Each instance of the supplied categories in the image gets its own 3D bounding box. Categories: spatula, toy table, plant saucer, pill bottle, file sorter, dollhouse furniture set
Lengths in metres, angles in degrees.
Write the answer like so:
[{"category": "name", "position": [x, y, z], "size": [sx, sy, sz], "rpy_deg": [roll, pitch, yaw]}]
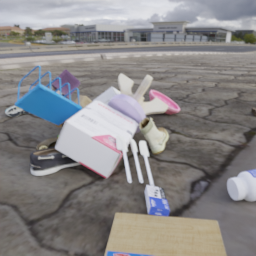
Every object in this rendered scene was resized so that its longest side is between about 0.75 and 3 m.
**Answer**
[{"category": "spatula", "position": [0.204, 0.941, 8.046], "size": [1.102, 0.127, 1.585], "rpy_deg": [18, 45, -33]}, {"category": "toy table", "position": [0.229, -0.955, 11.136], "size": [1.502, 2.357, 2.565], "rpy_deg": [-53, 7, -21]}, {"category": "plant saucer", "position": [1.786, -1.253, 14.301], "size": [1.789, 0.454, 1.789], "rpy_deg": [28, 22, -12]}, {"category": "pill bottle", "position": [3.342, 1.480, 7.292], "size": [1.374, 0.770, 0.770], "rpy_deg": [-9, 22, -8]}, {"category": "file sorter", "position": [-2.676, -1.088, 9.505], "size": [1.777, 1.233, 1.090], "rpy_deg": [29, 39, -46]}, {"category": "dollhouse furniture set", "position": [-2.526, -0.504, 11.627], "size": [1.898, 2.674, 2.119], "rpy_deg": [-25, 29, 51]}]

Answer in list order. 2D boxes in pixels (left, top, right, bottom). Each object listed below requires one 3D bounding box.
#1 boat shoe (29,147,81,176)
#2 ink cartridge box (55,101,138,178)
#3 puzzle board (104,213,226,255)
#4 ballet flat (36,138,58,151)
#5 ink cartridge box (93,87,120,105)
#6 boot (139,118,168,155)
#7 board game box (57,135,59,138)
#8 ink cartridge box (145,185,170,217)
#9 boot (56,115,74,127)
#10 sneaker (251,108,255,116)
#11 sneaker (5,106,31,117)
[{"category": "boat shoe", "position": [-2.076, 0.839, 9.221], "size": [2.383, 0.719, 0.880], "rpy_deg": [-15, 25, -35]}, {"category": "ink cartridge box", "position": [-0.905, 0.245, 9.384], "size": [1.918, 1.084, 2.618], "rpy_deg": [29, 24, 3]}, {"category": "puzzle board", "position": [0.752, 2.438, 5.704], "size": [2.358, 0.205, 1.777], "rpy_deg": [2, 21, 7]}, {"category": "ballet flat", "position": [-2.351, 0.641, 9.915], "size": [1.745, 0.588, 0.405], "rpy_deg": [-9, 27, -24]}, {"category": "ink cartridge box", "position": [-0.728, -1.145, 12.966], "size": [1.154, 0.663, 1.590], "rpy_deg": [-35, -18, 13]}, {"category": "boot", "position": [0.928, 0.099, 10.217], "size": [0.558, 1.196, 1.547], "rpy_deg": [-23, 20, 26]}, {"category": "board game box", "position": [-1.644, 0.424, 11.048], "size": [2.090, 0.245, 1.095], "rpy_deg": [11, 22, 27]}, {"category": "ink cartridge box", "position": [0.711, 1.829, 7.060], "size": [0.485, 0.228, 1.032], "rpy_deg": [12, 17, -5]}, {"category": "boot", "position": [-2.405, -0.567, 11.621], "size": [1.581, 1.132, 0.556], "rpy_deg": [-4, 40, -2]}, {"category": "sneaker", "position": [6.542, -0.807, 14.206], "size": [0.339, 0.316, 0.898], "rpy_deg": [6, 22, 6]}, {"category": "sneaker", "position": [-5.470, -0.991, 14.337], "size": [1.626, 0.630, 0.647], "rpy_deg": [-17, 18, -38]}]
